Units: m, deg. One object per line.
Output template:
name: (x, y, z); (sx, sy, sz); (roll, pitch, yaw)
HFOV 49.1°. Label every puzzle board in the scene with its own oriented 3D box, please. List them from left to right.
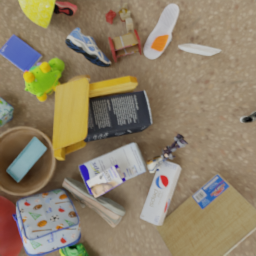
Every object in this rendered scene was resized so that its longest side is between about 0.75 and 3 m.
puzzle board: (2.542, 3.164, 9.152); (2.990, 2.253, 0.260); (-42, 125, 3)

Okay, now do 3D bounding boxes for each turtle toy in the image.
turtle toy: (-3.086, -1.916, 10.388); (1.770, 1.290, 0.895); (-37, 51, -15)

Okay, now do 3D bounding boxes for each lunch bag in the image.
lunch bag: (-4.996, -0.491, 9.976); (1.231, 0.631, 1.531); (35, 47, 2)
lunch bag: (-2.659, 2.963, 9.069); (1.878, 2.344, 0.886); (-13, 115, -25)

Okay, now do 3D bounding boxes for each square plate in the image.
square plate: (2.622, -2.855, 10.239); (1.293, 1.305, 0.186); (21, 118, 24)

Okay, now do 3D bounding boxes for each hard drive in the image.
hard drive: (-4.206, -2.872, 10.950); (1.409, 0.179, 0.930); (37, 85, 4)

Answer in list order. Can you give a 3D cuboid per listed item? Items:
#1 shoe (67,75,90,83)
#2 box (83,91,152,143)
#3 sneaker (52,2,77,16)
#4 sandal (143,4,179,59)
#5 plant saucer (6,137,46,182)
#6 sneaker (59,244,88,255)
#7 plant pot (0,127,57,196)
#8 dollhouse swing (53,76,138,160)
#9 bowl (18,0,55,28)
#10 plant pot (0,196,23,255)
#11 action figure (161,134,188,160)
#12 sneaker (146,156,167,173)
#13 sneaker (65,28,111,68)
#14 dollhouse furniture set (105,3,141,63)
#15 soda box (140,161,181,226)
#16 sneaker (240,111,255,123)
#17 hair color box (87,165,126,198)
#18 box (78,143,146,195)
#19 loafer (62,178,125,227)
shoe: (-1.941, -1.306, 10.035); (0.719, 2.056, 0.549); (-14, 82, -42)
box: (-0.519, -0.349, 9.730); (2.303, 1.704, 1.201); (-11, 82, -11)
sneaker: (-2.601, -4.815, 11.193); (1.205, 0.444, 0.523); (20, 53, 9)
sandal: (1.385, -3.560, 10.625); (0.819, 0.613, 2.137); (41, 118, 22)
plant saucer: (-3.505, 1.096, 9.707); (0.599, 0.162, 1.712); (44, 104, 3)
sneaker: (-1.675, 4.420, 9.781); (1.467, 0.543, 0.613); (23, 87, 3)
plant pot: (-3.614, 1.176, 9.965); (2.328, 1.075, 2.328); (0, 81, -1)
dollhouse swing: (-1.066, -0.244, 9.324); (2.494, 2.837, 2.578); (2, 80, -10)
bowl: (-3.337, -4.988, 9.943); (1.354, 2.515, 2.515); (9, 81, -25)
plant pot: (-5.179, 3.667, 8.865); (2.928, 2.590, 2.928); (0, 83, 0)
action figure: (1.418, 0.687, 9.007); (0.360, 0.675, 1.037); (32, 116, -25)
sneaker: (0.967, 1.204, 9.331); (0.991, 0.373, 0.437); (-16, 96, -45)
sneaker: (-1.353, -2.924, 10.362); (1.893, 0.717, 0.729); (33, 74, -30)
dollhouse furniture set: (-0.286, -3.709, 10.898); (1.116, 0.843, 2.073); (-16, 65, -2)
soda box: (1.173, 2.268, 9.844); (0.688, 0.736, 2.160); (17, 79, 24)
sneaker: (4.594, -0.375, 10.318); (0.843, 0.382, 0.280); (-23, 108, 4)
hair color box: (-0.643, 1.561, 8.211); (1.021, 0.331, 0.558); (-33, 79, 18)
box: (-0.448, 1.318, 9.526); (1.949, 1.793, 1.023); (-23, 85, 2)
loafer: (-1.314, 2.656, 9.904); (2.468, 0.887, 0.776); (29, 90, 1)
